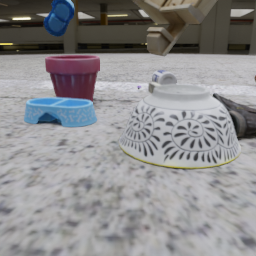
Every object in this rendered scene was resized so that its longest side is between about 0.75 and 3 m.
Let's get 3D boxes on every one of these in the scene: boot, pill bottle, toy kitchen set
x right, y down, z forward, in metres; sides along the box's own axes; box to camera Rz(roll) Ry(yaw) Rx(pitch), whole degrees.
[{"bbox_3d":[3.697,-0.343,8.172,2.124,0.845,2.439,-1,28,-6],"label":"boot"},{"bbox_3d":[1.756,-2.448,14.227,0.943,0.943,1.697,-3,19,-10],"label":"pill bottle"},{"bbox_3d":[0.467,-2.698,5.905,1.741,1.574,1.930,33,4,-29],"label":"toy kitchen set"}]

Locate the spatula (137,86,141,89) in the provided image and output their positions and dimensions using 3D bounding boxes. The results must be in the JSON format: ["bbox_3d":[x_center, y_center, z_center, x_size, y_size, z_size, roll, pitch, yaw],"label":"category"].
[{"bbox_3d":[0.563,-2.112,14.602,0.217,0.079,0.768,0,18,6],"label":"spatula"}]

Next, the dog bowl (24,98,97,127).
[{"bbox_3d":[-2.194,-0.556,9.011,2.432,0.603,1.356,6,19,16],"label":"dog bowl"}]

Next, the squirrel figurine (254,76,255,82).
[{"bbox_3d":[7.585,-2.573,14.769,1.641,1.161,1.532,-2,4,-39],"label":"squirrel figurine"}]

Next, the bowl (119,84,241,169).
[{"bbox_3d":[1.256,-0.281,6.883,2.995,1.406,2.995,-1,18,0],"label":"bowl"}]

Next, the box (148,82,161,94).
[{"bbox_3d":[1.294,-1.859,13.253,0.373,0.448,1.090,-5,17,-13],"label":"box"}]

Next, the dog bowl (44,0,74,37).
[{"bbox_3d":[-2.491,-4.076,10.245,0.835,1.498,0.371,30,40,-17],"label":"dog bowl"}]

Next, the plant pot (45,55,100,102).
[{"bbox_3d":[-2.102,-1.821,10.854,2.060,1.844,2.060,1,19,0],"label":"plant pot"}]
